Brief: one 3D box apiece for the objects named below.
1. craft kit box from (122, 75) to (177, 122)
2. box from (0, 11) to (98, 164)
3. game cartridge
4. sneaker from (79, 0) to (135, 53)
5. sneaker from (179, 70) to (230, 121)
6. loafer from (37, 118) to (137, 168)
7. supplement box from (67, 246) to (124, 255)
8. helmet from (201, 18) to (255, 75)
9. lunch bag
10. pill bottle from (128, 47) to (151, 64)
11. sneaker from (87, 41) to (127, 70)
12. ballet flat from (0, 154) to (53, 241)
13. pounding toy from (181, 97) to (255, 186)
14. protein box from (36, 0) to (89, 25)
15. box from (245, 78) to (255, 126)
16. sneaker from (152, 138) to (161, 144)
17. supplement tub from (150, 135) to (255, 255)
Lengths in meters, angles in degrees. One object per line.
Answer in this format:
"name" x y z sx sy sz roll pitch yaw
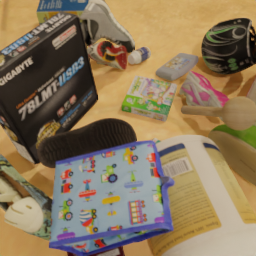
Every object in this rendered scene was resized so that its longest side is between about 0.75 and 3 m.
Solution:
"craft kit box" 0.681 -0.959 8.752 1.403 0.345 1.421 13 53 13
"box" -2.041 -0.973 7.122 0.707 2.823 2.844 23 55 24
"game cartridge" 1.685 -2.079 9.414 1.336 0.278 0.890 -39 35 -19
"sneaker" -0.808 -3.062 9.450 0.866 2.309 1.333 19 71 50
"sneaker" 2.278 -0.802 8.280 0.818 0.887 2.010 7 38 -41
"loafer" -1.037 0.394 7.205 2.655 0.942 0.969 -9 79 -28
"supplement box" -0.856 2.137 6.126 1.094 0.612 2.010 -15 54 -10
"helmet" 3.254 -2.622 9.180 1.694 1.777 1.777 0 45 39
"lunch bag" -0.228 1.196 5.091 2.181 1.026 1.642 -21 51 20
"pill bottle" 0.377 -2.516 9.785 0.451 0.451 0.813 37 51 25
"sneaker" -0.625 -2.364 9.079 0.783 1.907 0.742 4 89 28
"ballet flat" -2.292 1.446 5.572 2.536 0.941 0.941 34 59 16
"pounding toy" 2.853 0.165 6.167 1.313 2.184 2.830 -46 106 -6
"protein box" -2.301 -4.385 10.797 1.897 1.280 1.883 -2 52 -2
"box" 4.647 -1.420 8.087 1.603 1.881 2.942 27 56 20
"sneaker" 0.746 0.928 7.112 0.797 0.552 1.321 24 59 14
"supplement tub" 1.347 1.754 5.521 2.024 2.024 2.803 -11 53 -9
